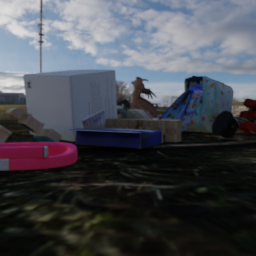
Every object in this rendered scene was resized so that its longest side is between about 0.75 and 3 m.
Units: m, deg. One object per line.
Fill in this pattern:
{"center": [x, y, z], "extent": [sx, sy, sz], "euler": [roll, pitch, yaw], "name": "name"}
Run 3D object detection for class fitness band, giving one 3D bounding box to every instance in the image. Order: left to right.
{"center": [-1.956, 0.452, 5.041], "extent": [2.050, 0.384, 1.472], "euler": [1, 2, -11], "name": "fitness band"}

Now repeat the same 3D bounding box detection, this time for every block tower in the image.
{"center": [0.513, 0.058, 9.538], "extent": [2.632, 0.761, 0.711], "euler": [4, 5, 29], "name": "block tower"}

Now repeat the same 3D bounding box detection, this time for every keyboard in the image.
{"center": [-0.956, -0.076, 8.015], "extent": [0.628, 0.119, 2.232], "euler": [-22, -10, -9], "name": "keyboard"}

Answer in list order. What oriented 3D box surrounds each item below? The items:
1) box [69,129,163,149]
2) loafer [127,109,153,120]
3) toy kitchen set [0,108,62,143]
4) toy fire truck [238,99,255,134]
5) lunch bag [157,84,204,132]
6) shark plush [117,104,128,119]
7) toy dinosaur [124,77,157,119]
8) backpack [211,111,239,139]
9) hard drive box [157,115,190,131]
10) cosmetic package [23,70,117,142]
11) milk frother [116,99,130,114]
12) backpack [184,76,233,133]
{"center": [-0.196, 0.246, 7.370], "extent": [1.673, 0.448, 2.762], "euler": [3, 0, 20], "name": "box"}
{"center": [0.687, -0.477, 12.437], "extent": [0.782, 0.894, 2.486], "euler": [-18, 19, -16], "name": "loafer"}
{"center": [-2.824, 0.300, 7.436], "extent": [0.894, 1.215, 1.517], "euler": [0, -34, 49], "name": "toy kitchen set"}
{"center": [5.850, -0.230, 11.792], "extent": [2.118, 1.414, 2.522], "euler": [24, 3, -3], "name": "toy fire truck"}
{"center": [2.301, -0.885, 11.427], "extent": [0.977, 2.078, 1.564], "euler": [39, 25, 22], "name": "lunch bag"}
{"center": [-0.289, -0.617, 12.521], "extent": [0.467, 1.028, 0.428], "euler": [-11, 43, 14], "name": "shark plush"}
{"center": [0.844, -1.035, 14.132], "extent": [1.867, 2.755, 1.182], "euler": [-37, 20, 2], "name": "toy dinosaur"}
{"center": [3.238, -0.058, 9.282], "extent": [1.083, 0.883, 0.832], "euler": [22, 12, -36], "name": "backpack"}
{"center": [2.670, -0.292, 15.431], "extent": [2.188, 0.840, 1.706], "euler": [1, 2, 24], "name": "hard drive box"}
{"center": [-1.936, -0.944, 9.934], "extent": [2.114, 2.102, 2.527], "euler": [8, 17, 30], "name": "cosmetic package"}
{"center": [-1.434, -1.278, 14.529], "extent": [2.361, 2.616, 2.461], "euler": [-43, 3, 0], "name": "milk frother"}
{"center": [3.774, -1.019, 13.355], "extent": [1.987, 2.592, 2.279], "euler": [12, 3, 44], "name": "backpack"}
